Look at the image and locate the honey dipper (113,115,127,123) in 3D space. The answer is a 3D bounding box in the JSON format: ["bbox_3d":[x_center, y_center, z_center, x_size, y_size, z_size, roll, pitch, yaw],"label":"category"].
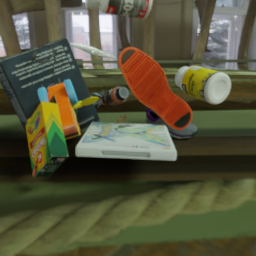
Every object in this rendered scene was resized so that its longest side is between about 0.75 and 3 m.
[{"bbox_3d":[-0.401,-0.165,8.269,0.907,0.172,0.172,-23,-2,39],"label":"honey dipper"}]

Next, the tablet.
[{"bbox_3d":[-1.153,-2.472,8.953,0.922,0.097,1.417,-2,26,-41],"label":"tablet"}]

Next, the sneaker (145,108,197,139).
[{"bbox_3d":[1.373,-0.172,9.205,1.787,0.782,0.665,11,56,20],"label":"sneaker"}]

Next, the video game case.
[{"bbox_3d":[-0.018,0.240,6.491,1.991,0.240,2.185,3,14,1],"label":"video game case"}]

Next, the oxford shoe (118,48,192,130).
[{"bbox_3d":[0.573,-0.969,7.334,0.955,2.683,0.973,-45,28,-5],"label":"oxford shoe"}]

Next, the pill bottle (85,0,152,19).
[{"bbox_3d":[-0.266,-3.487,7.431,1.668,0.950,0.950,1,15,-15],"label":"pill bottle"}]

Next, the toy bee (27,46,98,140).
[{"bbox_3d":[-1.515,-0.641,6.804,1.617,2.471,1.343,-1,-30,5],"label":"toy bee"}]

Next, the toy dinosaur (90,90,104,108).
[{"bbox_3d":[-2.195,-1.285,14.506,2.059,1.191,2.269,-7,-32,37],"label":"toy dinosaur"}]

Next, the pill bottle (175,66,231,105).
[{"bbox_3d":[2.414,-1.501,9.385,1.019,1.019,1.812,-8,24,-27],"label":"pill bottle"}]

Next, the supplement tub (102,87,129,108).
[{"bbox_3d":[-0.380,-0.956,8.603,0.522,0.522,0.977,-10,-2,-33],"label":"supplement tub"}]

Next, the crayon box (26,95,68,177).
[{"bbox_3d":[-1.665,0.139,5.573,0.365,1.438,0.913,6,-36,-39],"label":"crayon box"}]

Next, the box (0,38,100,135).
[{"bbox_3d":[-2.295,-0.966,8.023,1.897,2.557,1.369,-29,20,-26],"label":"box"}]
